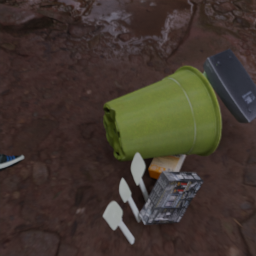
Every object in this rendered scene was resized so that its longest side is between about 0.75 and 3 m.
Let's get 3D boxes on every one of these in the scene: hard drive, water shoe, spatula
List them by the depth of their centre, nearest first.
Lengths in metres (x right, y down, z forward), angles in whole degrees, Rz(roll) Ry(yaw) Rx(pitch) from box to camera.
[{"bbox_3d":[0.151,2.103,7.815,0.221,2.747,1.910,11,57,24],"label":"spatula"},{"bbox_3d":[-3.691,0.959,8.518,0.434,1.215,0.479,-35,87,23],"label":"water shoe"},{"bbox_3d":[3.437,-1.343,9.040,1.582,0.496,2.345,-28,84,-37],"label":"hard drive"}]

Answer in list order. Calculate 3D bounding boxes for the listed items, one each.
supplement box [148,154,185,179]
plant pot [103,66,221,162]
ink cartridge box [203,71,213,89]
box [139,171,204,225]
[{"bbox_3d":[1.402,1.156,9.829,0.893,0.521,1.417,12,51,25],"label":"supplement box"},{"bbox_3d":[0.773,-0.185,8.418,2.737,2.882,2.882,-14,55,-17],"label":"plant pot"},{"bbox_3d":[2.486,-0.984,10.324,0.608,2.535,1.844,31,59,11],"label":"ink cartridge box"},{"bbox_3d":[1.247,2.064,8.173,1.335,1.693,0.421,8,27,-32],"label":"box"}]
